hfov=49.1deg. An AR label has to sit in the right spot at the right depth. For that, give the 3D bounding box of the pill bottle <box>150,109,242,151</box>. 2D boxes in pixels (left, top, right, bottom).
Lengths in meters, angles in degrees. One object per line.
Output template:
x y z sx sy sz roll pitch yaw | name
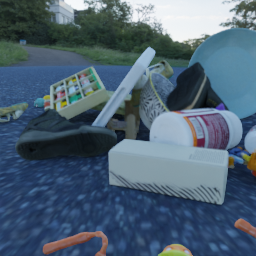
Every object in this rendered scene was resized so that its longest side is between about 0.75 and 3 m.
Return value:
1.480 0.140 5.860 1.931 1.058 1.058 -7 16 -37 | pill bottle

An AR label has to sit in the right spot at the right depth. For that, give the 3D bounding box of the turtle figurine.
0.225 1.326 1.692 1.846 0.595 1.489 2 40 6 | turtle figurine

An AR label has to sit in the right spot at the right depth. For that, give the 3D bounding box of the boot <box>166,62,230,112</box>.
2.168 -0.558 7.638 1.117 1.994 2.883 -32 14 34 | boot

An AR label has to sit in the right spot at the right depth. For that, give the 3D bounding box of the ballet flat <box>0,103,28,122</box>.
-3.899 -0.475 9.206 0.519 0.519 1.468 12 20 36 | ballet flat

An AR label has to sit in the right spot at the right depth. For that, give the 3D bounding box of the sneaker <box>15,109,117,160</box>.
-1.304 0.055 6.210 2.085 0.797 1.195 -5 41 0 | sneaker

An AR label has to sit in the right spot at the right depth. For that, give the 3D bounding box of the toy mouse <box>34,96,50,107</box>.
-3.332 -1.122 11.907 1.791 0.347 1.592 0 15 -1 | toy mouse

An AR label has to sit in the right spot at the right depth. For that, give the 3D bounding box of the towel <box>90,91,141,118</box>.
-0.382 -0.933 10.122 2.286 0.417 1.696 11 22 -4 | towel

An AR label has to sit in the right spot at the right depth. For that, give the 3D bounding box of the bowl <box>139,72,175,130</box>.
0.930 -0.458 7.633 0.944 2.011 2.011 -37 -2 27 | bowl

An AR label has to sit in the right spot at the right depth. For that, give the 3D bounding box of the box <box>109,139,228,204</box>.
0.670 0.679 4.733 1.892 0.647 0.777 6 16 22 | box

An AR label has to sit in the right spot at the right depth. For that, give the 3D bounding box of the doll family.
2.106 0.587 5.158 1.331 0.600 0.826 12 19 38 | doll family

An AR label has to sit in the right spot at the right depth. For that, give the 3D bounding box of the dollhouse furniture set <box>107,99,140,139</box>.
-0.126 -0.299 8.092 0.907 0.775 1.750 1 16 4 | dollhouse furniture set

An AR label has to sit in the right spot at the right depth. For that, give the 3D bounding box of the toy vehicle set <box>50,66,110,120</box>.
-1.749 -1.231 9.549 1.793 0.383 2.885 -27 29 -2 | toy vehicle set

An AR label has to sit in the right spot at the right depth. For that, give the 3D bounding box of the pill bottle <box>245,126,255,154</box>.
2.989 0.273 6.448 0.525 0.525 0.906 9 18 30 | pill bottle

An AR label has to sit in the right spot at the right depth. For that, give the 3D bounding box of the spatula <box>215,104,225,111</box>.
1.988 -0.152 7.012 1.615 0.456 0.166 -26 9 -29 | spatula

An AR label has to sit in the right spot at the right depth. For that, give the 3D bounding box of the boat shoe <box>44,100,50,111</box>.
-2.484 -0.913 10.653 1.385 0.493 0.433 -7 61 -7 | boat shoe

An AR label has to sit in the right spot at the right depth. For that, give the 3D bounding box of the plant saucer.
3.368 -1.726 9.202 2.939 2.939 0.566 1 18 4 | plant saucer

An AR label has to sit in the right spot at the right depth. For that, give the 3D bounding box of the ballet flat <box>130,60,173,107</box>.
0.644 -1.447 8.634 0.754 0.754 2.134 13 44 40 | ballet flat

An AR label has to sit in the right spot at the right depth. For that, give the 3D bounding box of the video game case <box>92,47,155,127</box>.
-0.158 -0.913 7.273 0.292 2.323 2.552 35 24 -6 | video game case
